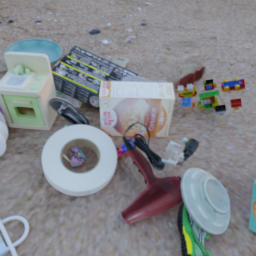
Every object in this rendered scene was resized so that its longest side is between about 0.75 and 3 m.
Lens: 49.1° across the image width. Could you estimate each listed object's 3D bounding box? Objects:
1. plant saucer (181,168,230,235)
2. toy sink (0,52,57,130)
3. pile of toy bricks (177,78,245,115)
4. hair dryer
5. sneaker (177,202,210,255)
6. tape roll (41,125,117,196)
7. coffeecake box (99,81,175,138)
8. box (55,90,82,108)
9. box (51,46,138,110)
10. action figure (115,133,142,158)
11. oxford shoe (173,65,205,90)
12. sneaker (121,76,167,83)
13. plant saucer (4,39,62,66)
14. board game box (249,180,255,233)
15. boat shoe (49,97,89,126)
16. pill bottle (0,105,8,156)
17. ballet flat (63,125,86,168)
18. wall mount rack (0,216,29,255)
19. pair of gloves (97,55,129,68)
[{"bbox_3d":[2.043,1.714,6.923,1.701,0.427,1.701,25,45,-27],"label":"plant saucer"},{"bbox_3d":[-3.368,-1.161,9.349,1.502,2.304,1.291,5,42,4],"label":"toy sink"},{"bbox_3d":[3.001,-0.979,10.119,2.330,1.150,1.293,-6,69,21],"label":"pile of toy bricks"},{"bbox_3d":[0.579,1.297,7.543,2.124,0.758,2.789,14,63,20],"label":"hair dryer"},{"bbox_3d":[1.552,2.444,6.734,0.641,0.587,1.505,1,53,-5],"label":"sneaker"},{"bbox_3d":[-1.371,0.880,8.054,2.152,0.393,2.152,5,56,-7],"label":"tape roll"},{"bbox_3d":[0.235,-0.567,9.061,2.246,1.724,0.821,2,47,-1],"label":"coffeecake box"},{"bbox_3d":[-2.230,-1.377,10.886,1.003,0.549,1.136,6,42,5],"label":"box"},{"bbox_3d":[-1.273,-1.843,10.689,2.882,0.638,2.309,24,44,-1],"label":"box"},{"bbox_3d":[-0.143,0.676,8.817,1.348,0.348,0.441,-33,46,-25],"label":"action figure"},{"bbox_3d":[2.406,-2.118,11.663,0.730,0.688,1.953,29,44,34],"label":"oxford shoe"},{"bbox_3d":[0.621,-1.385,10.531,1.801,1.009,0.699,11,72,3],"label":"sneaker"},{"bbox_3d":[-4.360,-3.363,13.035,2.547,0.458,2.547,4,43,-4],"label":"plant saucer"},{"bbox_3d":[3.773,1.403,6.998,0.489,1.654,2.175,22,45,40],"label":"board game box"},{"bbox_3d":[-1.953,-0.481,9.393,1.560,0.521,0.445,35,15,-19],"label":"boat shoe"},{"bbox_3d":[-4.567,-0.048,8.904,1.270,1.270,2.263,-19,45,-19],"label":"pill bottle"},{"bbox_3d":[-1.878,0.564,8.801,0.610,0.592,1.714,-25,50,-11],"label":"ballet flat"},{"bbox_3d":[-3.328,2.813,6.003,2.561,0.955,2.225,-28,49,-27],"label":"wall mount rack"},{"bbox_3d":[-1.255,-2.690,12.459,2.260,0.396,1.922,10,40,9],"label":"pair of gloves"}]
